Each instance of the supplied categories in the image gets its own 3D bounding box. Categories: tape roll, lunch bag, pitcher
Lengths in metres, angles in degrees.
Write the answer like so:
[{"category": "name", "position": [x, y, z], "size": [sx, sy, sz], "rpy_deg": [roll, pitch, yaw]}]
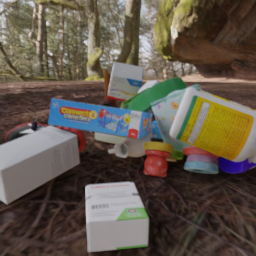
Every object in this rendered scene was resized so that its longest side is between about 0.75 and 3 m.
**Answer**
[{"category": "tape roll", "position": [1.340, -1.138, 12.754], "size": [2.979, 0.716, 2.979], "rpy_deg": [-26, -14, -7]}, {"category": "lunch bag", "position": [1.832, -0.262, 8.573], "size": [1.352, 1.889, 2.218], "rpy_deg": [-20, 1, -20]}, {"category": "pitcher", "position": [0.054, 0.611, 8.996], "size": [1.221, 0.740, 1.048], "rpy_deg": [-13, 3, -43]}]

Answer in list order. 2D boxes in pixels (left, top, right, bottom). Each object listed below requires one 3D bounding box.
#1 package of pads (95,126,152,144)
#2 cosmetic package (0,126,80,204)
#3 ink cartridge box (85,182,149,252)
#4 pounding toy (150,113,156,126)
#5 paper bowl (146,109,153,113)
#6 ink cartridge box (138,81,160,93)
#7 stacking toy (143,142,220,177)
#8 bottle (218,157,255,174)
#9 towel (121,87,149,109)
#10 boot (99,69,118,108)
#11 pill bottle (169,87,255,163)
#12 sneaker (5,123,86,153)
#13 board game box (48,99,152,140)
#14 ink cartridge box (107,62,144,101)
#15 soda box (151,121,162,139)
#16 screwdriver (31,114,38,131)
[{"category": "package of pads", "position": [-0.142, 0.192, 10.788], "size": [1.847, 0.630, 1.427], "rpy_deg": [10, 17, 27]}, {"category": "cosmetic package", "position": [-2.376, 0.778, 6.858], "size": [1.161, 0.915, 2.157], "rpy_deg": [18, 30, 35]}, {"category": "ink cartridge box", "position": [-0.263, 1.549, 5.103], "size": [0.998, 0.576, 1.372], "rpy_deg": [-2, 13, -9]}, {"category": "pounding toy", "position": [1.422, -0.379, 12.493], "size": [0.719, 1.011, 0.931], "rpy_deg": [-11, 17, -42]}, {"category": "paper bowl", "position": [1.517, -0.921, 12.638], "size": [1.788, 0.930, 1.788], "rpy_deg": [0, -14, 0]}, {"category": "ink cartridge box", "position": [0.592, -1.536, 15.787], "size": [0.590, 2.726, 2.677], "rpy_deg": [44, 2, -11]}, {"category": "stacking toy", "position": [1.471, 1.027, 7.812], "size": [2.038, 0.861, 1.845], "rpy_deg": [5, -13, 14]}, {"category": "bottle", "position": [3.480, 0.794, 8.074], "size": [2.026, 0.661, 0.846], "rpy_deg": [-10, 2, -37]}, {"category": "towel", "position": [0.267, -0.966, 13.164], "size": [1.583, 0.326, 2.122], "rpy_deg": [-33, -13, -18]}, {"category": "boot", "position": [-0.980, -1.879, 14.365], "size": [0.834, 2.436, 2.293], "rpy_deg": [-7, -12, 15]}, {"category": "pill bottle", "position": [2.234, 0.021, 6.504], "size": [2.282, 1.287, 1.287], "rpy_deg": [21, 16, 7]}, {"category": "sneaker", "position": [-2.859, 0.427, 9.014], "size": [2.802, 0.990, 1.369], "rpy_deg": [4, 12, 13]}, {"category": "board game box", "position": [-0.634, -0.273, 8.157], "size": [2.428, 0.693, 2.479], "rpy_deg": [9, 3, 9]}, {"category": "ink cartridge box", "position": [-0.191, -1.885, 12.716], "size": [1.330, 0.770, 2.289], "rpy_deg": [9, -26, -6]}, {"category": "soda box", "position": [1.949, 0.137, 11.054], "size": [2.039, 0.654, 0.692], "rpy_deg": [8, 15, 28]}, {"category": "screwdriver", "position": [-3.040, -0.205, 9.267], "size": [0.198, 0.206, 1.417], "rpy_deg": [-21, 20, -2]}]
